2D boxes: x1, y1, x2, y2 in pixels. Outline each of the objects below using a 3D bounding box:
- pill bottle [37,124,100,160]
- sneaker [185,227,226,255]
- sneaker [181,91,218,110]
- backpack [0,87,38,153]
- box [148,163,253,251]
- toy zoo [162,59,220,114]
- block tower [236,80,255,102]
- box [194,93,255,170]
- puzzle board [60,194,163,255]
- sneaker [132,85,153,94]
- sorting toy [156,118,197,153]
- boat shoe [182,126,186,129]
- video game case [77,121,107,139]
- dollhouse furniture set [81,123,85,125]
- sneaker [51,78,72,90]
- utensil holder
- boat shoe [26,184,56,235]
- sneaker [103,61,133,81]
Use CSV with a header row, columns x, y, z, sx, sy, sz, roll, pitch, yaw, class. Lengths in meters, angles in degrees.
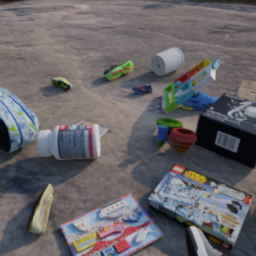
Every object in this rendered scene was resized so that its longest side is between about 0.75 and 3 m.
x,y,z,sx,sy,sz,roll,pitch,yaw,class
-2.012,0.499,9.657,1.992,1.191,1.191,-3,34,-2,pill bottle
2.321,3.123,5.856,1.558,1.079,2.581,-12,43,-9,sneaker
3.417,-1.264,12.655,2.064,0.809,0.680,0,32,-2,sneaker
-4.494,-0.265,10.202,1.954,2.073,2.541,-9,39,-38,backpack
2.005,2.076,7.862,2.421,0.483,1.657,22,46,28,box
2.748,-2.003,12.435,2.982,0.305,1.957,-36,24,26,toy zoo
5.325,-1.311,12.724,0.759,0.812,2.810,15,36,20,block tower
4.005,0.005,10.250,2.281,1.413,2.242,24,39,31,box
-0.454,2.674,7.342,2.231,0.194,1.681,-18,38,-26,puzzle board
0.719,-1.974,13.967,1.082,0.424,0.407,-5,34,-15,sneaker
1.628,0.322,10.394,1.232,0.841,2.050,-1,21,-20,sorting toy
2.096,0.218,10.834,0.307,0.359,0.979,-5,35,-14,boat shoe
-1.596,0.143,11.096,1.259,0.110,0.900,18,42,24,video game case
-2.039,0.250,10.817,0.942,0.473,0.617,-15,35,28,dollhouse furniture set
-3.371,-2.357,14.511,1.377,0.519,0.526,26,42,30,sneaker
2.208,-3.740,15.918,1.502,1.277,1.277,-29,43,-32,utensil holder
-2.353,2.249,7.780,0.475,0.555,1.515,32,36,-17,boat shoe
-0.525,-3.307,15.669,0.874,0.801,2.087,32,44,32,sneaker
